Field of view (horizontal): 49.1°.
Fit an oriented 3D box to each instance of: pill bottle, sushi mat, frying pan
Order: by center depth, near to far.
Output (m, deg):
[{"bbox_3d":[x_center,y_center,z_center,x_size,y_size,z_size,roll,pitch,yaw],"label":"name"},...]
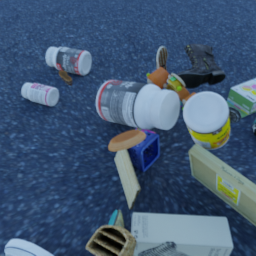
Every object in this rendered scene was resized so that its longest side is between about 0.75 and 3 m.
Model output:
[{"bbox_3d":[2.441,-0.084,8.487,1.221,2.235,1.221,-8,67,19],"label":"pill bottle"},{"bbox_3d":[3.151,-0.553,8.800,0.656,1.084,0.176,0,43,45],"label":"frying pan"},{"bbox_3d":[-0.076,1.458,9.157,0.134,1.059,2.213,1,39,-20],"label":"sushi mat"},{"bbox_3d":[0.347,-0.871,10.756,2.969,1.720,1.720,14,40,37],"label":"pill bottle"},{"bbox_3d":[-4.026,-1.553,12.790,1.510,0.856,0.856,15,43,17],"label":"pill bottle"},{"bbox_3d":[-3.152,-3.578,14.829,2.170,1.257,1.257,14,43,17],"label":"pill bottle"}]

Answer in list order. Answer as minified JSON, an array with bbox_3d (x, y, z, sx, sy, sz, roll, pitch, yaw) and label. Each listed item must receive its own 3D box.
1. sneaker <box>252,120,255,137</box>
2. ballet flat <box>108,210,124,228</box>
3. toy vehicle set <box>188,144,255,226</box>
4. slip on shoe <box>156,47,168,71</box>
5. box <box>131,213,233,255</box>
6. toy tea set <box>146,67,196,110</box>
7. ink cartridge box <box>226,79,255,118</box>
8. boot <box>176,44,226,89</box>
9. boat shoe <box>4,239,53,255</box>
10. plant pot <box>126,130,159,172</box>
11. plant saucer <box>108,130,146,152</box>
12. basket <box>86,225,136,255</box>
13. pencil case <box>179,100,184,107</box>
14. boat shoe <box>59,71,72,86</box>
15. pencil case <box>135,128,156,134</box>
[{"bbox_3d":[6.245,0.349,10.527,2.997,1.069,1.197,17,46,28],"label":"sneaker"},{"bbox_3d":[-0.444,3.208,7.503,0.735,0.735,2.078,13,42,14],"label":"ballet flat"},{"bbox_3d":[2.969,1.743,8.129,0.364,1.707,2.748,-42,56,-13],"label":"toy vehicle set"},{"bbox_3d":[1.336,-2.691,11.395,0.497,1.308,0.396,-24,41,-15],"label":"slip on shoe"},{"bbox_3d":[1.338,2.942,7.463,2.536,1.042,0.867,1,42,4],"label":"box"},{"bbox_3d":[1.631,-1.338,10.660,0.994,1.598,2.687,-45,28,4],"label":"toy tea set"},{"bbox_3d":[5.438,-1.364,12.656,2.516,0.746,1.306,-20,45,-22],"label":"ink cartridge box"},{"bbox_3d":[2.770,-2.689,11.719,2.370,0.821,2.064,-5,57,-17],"label":"boot"},{"bbox_3d":[-2.072,3.597,6.729,2.651,0.975,0.866,17,38,20],"label":"boat shoe"},{"bbox_3d":[0.444,0.749,9.995,0.966,1.074,1.074,23,46,33],"label":"plant pot"},{"bbox_3d":[-0.058,0.345,8.344,1.182,0.221,1.182,-20,13,5],"label":"plant saucer"},{"bbox_3d":[-0.363,2.581,6.326,0.925,0.689,0.660,12,82,40],"label":"basket"},{"bbox_3d":[2.742,-1.224,12.758,0.877,0.405,0.373,-19,43,-22],"label":"pencil case"},{"bbox_3d":[-2.176,-1.719,9.739,0.268,0.268,0.762,-28,51,-19],"label":"boat shoe"},{"bbox_3d":[0.668,0.204,11.127,0.863,0.381,0.381,21,45,20],"label":"pencil case"}]
